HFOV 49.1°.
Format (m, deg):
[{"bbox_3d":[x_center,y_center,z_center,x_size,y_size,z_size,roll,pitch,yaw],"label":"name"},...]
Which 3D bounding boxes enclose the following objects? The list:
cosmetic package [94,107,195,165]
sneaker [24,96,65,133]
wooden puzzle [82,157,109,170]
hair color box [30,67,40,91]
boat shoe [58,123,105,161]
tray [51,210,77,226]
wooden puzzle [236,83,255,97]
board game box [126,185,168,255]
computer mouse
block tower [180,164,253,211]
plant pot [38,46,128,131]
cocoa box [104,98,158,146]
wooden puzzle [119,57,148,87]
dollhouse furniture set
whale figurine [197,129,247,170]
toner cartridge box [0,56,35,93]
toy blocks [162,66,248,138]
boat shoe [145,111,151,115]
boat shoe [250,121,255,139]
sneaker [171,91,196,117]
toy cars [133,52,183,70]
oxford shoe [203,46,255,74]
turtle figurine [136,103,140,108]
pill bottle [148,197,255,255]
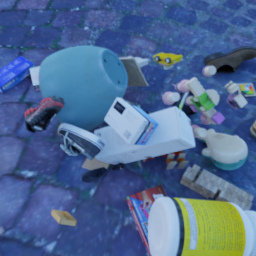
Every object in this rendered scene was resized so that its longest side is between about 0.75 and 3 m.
[{"bbox_3d":[0.478,0.344,8.609,2.775,1.411,1.027,-15,70,26],"label":"cosmetic package"},{"bbox_3d":[-2.437,-0.336,8.114,1.694,0.599,0.828,-23,55,35],"label":"sneaker"},{"bbox_3d":[-1.034,1.166,9.662,0.832,0.168,0.900,16,47,15],"label":"wooden puzzle"},{"bbox_3d":[-3.798,-2.129,11.992,0.620,0.357,1.118,-16,54,-12],"label":"hair color box"},{"bbox_3d":[-1.575,0.472,8.372,2.248,0.830,0.768,17,66,44],"label":"boat shoe"},{"bbox_3d":[-1.564,2.165,6.778,0.403,0.817,0.151,19,81,-27],"label":"tray"},{"bbox_3d":[4.953,-1.610,11.741,0.704,0.142,0.761,-3,54,-2],"label":"wooden puzzle"},{"bbox_3d":[0.941,2.954,8.323,1.241,0.234,2.411,-17,55,-13],"label":"board game box"},{"bbox_3d":[-0.680,1.371,8.480,1.875,0.550,0.319,-7,65,-53],"label":"computer mouse"},{"bbox_3d":[2.791,1.965,8.814,2.194,0.634,0.593,29,59,19],"label":"block tower"},{"bbox_3d":[-1.172,-1.546,9.375,1.958,2.907,2.907,-22,47,30],"label":"plant pot"},{"bbox_3d":[0.080,-0.164,7.647,1.162,0.762,0.775,43,109,32],"label":"cocoa box"},{"bbox_3d":[-0.115,-2.182,10.730,1.516,1.637,0.379,6,62,32],"label":"wooden puzzle"},{"bbox_3d":[1.235,0.790,9.767,1.403,0.730,1.418,-1,53,-15],"label":"dollhouse furniture set"},{"bbox_3d":[3.197,0.743,9.672,1.502,0.979,1.887,-23,32,-15],"label":"whale figurine"},{"bbox_3d":[-5.011,-2.322,12.106,0.865,0.393,1.821,32,60,20],"label":"toner cartridge box"},{"bbox_3d":[2.336,-0.882,9.214,1.971,1.659,1.842,-39,96,-4],"label":"toy blocks"},{"bbox_3d":[0.795,-0.039,9.748,0.441,0.431,1.167,-33,50,32],"label":"boat shoe"},{"bbox_3d":[5.699,-0.445,10.265,2.673,0.987,1.011,-28,50,-18],"label":"boat shoe"},{"bbox_3d":[2.282,-0.866,10.988,0.879,0.761,2.122,37,60,-3],"label":"sneaker"},{"bbox_3d":[0.934,-2.621,11.381,2.562,0.567,1.149,-3,29,14],"label":"toy cars"},{"bbox_3d":[4.638,-2.864,12.311,2.467,0.896,1.041,-17,66,-5],"label":"oxford shoe"},{"bbox_3d":[0.499,-0.384,10.403,1.171,0.877,0.590,25,70,24],"label":"turtle figurine"},{"bbox_3d":[2.108,2.754,7.397,2.896,1.628,1.628,7,53,-13],"label":"pill bottle"}]
